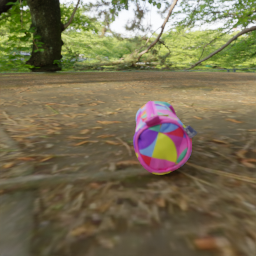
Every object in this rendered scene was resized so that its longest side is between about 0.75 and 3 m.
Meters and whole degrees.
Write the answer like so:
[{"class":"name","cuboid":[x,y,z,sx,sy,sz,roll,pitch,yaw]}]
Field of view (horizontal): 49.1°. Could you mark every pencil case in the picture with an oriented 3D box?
[{"class":"pencil case","cuboid":[0.598,0.037,5.386,1.030,1.030,2.330,0,11,2]}]
